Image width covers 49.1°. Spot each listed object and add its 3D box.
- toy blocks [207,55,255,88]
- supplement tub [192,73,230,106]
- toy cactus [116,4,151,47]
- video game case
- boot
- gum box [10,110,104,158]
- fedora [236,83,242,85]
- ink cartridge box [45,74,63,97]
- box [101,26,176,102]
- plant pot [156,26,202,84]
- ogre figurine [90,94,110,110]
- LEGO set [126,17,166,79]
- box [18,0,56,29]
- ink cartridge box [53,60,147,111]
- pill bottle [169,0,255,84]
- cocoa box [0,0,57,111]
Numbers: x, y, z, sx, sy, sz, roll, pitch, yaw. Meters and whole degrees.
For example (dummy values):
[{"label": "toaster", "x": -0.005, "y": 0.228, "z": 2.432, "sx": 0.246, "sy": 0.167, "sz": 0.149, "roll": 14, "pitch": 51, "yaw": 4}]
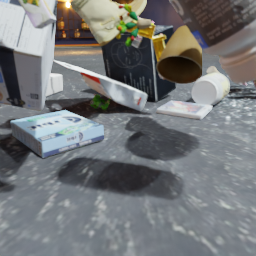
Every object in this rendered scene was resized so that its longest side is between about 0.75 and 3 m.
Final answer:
[{"label": "toy blocks", "x": 5.605, "y": -2.726, "z": 12.253, "sx": 2.462, "sy": 2.925, "sz": 2.733, "roll": 37, "pitch": -11, "yaw": -31}, {"label": "supplement tub", "x": 3.041, "y": -1.420, "z": 10.337, "sx": 1.081, "sy": 1.081, "sz": 1.491, "roll": 12, "pitch": 23, "yaw": 31}, {"label": "toy cactus", "x": 0.097, "y": -2.059, "z": 5.522, "sx": 0.701, "sy": 0.850, "sz": 0.434, "roll": -4, "pitch": -13, "yaw": 7}, {"label": "video game case", "x": 1.931, "y": -0.641, "z": 9.518, "sx": 1.499, "sy": 0.172, "sz": 1.366, "roll": 10, "pitch": 22, "yaw": 27}, {"label": "boot", "x": -0.467, "y": -3.082, "z": 6.938, "sx": 1.751, "sy": 1.361, "sz": 0.637, "roll": -47, "pitch": 20, "yaw": -14}, {"label": "gum box", "x": -1.835, "y": 0.062, "z": 7.139, "sx": 1.624, "sy": 0.426, "sz": 1.912, "roll": -16, "pitch": 25, "yaw": -37}, {"label": "fedora", "x": 2.150, "y": -1.814, "z": 5.222, "sx": 0.948, "sy": 1.856, "sz": 2.099, "roll": -21, "pitch": 4, "yaw": 25}, {"label": "ink cartridge box", "x": -3.845, "y": -1.819, "z": 11.947, "sx": 1.318, "sy": 0.761, "sz": 1.811, "roll": 8, "pitch": 21, "yaw": 21}, {"label": "box", "x": 0.420, "y": -2.673, "z": 11.324, "sx": 2.542, "sy": 2.586, "sz": 1.602, "roll": 15, "pitch": 36, "yaw": 36}, {"label": "plant pot", "x": 1.365, "y": -1.894, "z": 6.980, "sx": 1.105, "sy": 1.186, "sz": 1.105, "roll": 13, "pitch": -23, "yaw": 6}, {"label": "ogre figurine", "x": -0.987, "y": -0.878, "z": 9.824, "sx": 0.585, "sy": 0.479, "sz": 0.976, "roll": 18, "pitch": 36, "yaw": -1}, {"label": "LEGO set", "x": 0.641, "y": -2.549, "z": 8.282, "sx": 2.357, "sy": 1.084, "sz": 0.877, "roll": 37, "pitch": 31, "yaw": -12}, {"label": "box", "x": -1.186, "y": -1.645, "z": 3.016, "sx": 0.223, "sy": 1.151, "sz": 0.239, "roll": -26, "pitch": 12, "yaw": 9}, {"label": "ink cartridge box", "x": -1.095, "y": -1.494, "z": 9.760, "sx": 2.895, "sy": 0.726, "sz": 2.348, "roll": 12, "pitch": 12, "yaw": -29}, {"label": "pill bottle", "x": 1.145, "y": -1.623, "z": 3.328, "sx": 1.159, "sy": 2.038, "sz": 1.159, "roll": -36, "pitch": 13, "yaw": 10}, {"label": "cocoa box", "x": -2.062, "y": -1.409, "z": 4.811, "sx": 1.400, "sy": 1.423, "sz": 2.134, "roll": 10, "pitch": -20, "yaw": -14}]
